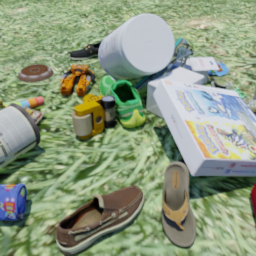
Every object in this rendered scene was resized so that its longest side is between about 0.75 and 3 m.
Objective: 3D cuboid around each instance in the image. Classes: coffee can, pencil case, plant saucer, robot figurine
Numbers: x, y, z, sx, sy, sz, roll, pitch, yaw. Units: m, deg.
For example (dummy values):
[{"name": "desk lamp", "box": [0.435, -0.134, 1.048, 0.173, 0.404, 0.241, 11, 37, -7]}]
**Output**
[{"name": "coffee can", "box": [-3.457, 0.364, 7.275, 1.358, 1.358, 1.855, 24, 43, 28]}, {"name": "pencil case", "box": [-3.146, 1.648, 6.054, 1.908, 0.828, 0.744, -2, 19, -2]}, {"name": "plant saucer", "box": [-3.934, -2.363, 11.867, 1.483, 0.238, 1.483, -1, 37, 1]}, {"name": "robot figurine", "box": [-1.969, -1.894, 10.871, 1.325, 0.532, 1.828, 5, 44, 0]}]

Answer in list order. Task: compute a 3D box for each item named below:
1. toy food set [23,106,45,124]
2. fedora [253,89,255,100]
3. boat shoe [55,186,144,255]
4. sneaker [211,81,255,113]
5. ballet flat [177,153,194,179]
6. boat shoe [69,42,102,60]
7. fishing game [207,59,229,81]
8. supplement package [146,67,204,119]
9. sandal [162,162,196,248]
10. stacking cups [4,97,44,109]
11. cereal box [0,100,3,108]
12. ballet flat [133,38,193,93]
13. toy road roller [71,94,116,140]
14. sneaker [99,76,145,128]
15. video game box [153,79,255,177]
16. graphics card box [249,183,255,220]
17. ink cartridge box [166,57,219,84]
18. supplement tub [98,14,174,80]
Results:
[{"name": "toy food set", "box": [-3.149, -0.442, 9.103, 0.760, 0.229, 0.545, 17, 49, 9]}, {"name": "fedora", "box": [5.322, -1.263, 8.667, 1.353, 2.996, 2.650, 26, 70, -5]}, {"name": "boat shoe", "box": [-0.500, 1.744, 5.864, 2.162, 0.800, 0.798, -29, 40, -34]}, {"name": "sneaker", "box": [3.485, -1.061, 9.342, 0.795, 0.916, 2.068, -36, 38, -26]}, {"name": "ballet flat", "box": [1.746, 0.640, 7.591, 0.627, 0.623, 1.834, 9, 36, 35]}, {"name": "boat shoe", "box": [-1.809, -3.698, 13.316, 2.062, 0.646, 0.755, -15, 40, -17]}, {"name": "fishing game", "box": [3.703, -2.625, 12.164, 1.361, 0.295, 1.900, 22, 44, 27]}, {"name": "supplement package", "box": [1.620, -1.185, 9.577, 1.075, 1.089, 1.796, 30, 46, 34]}, {"name": "sandal", "box": [1.009, 1.559, 5.823, 0.702, 0.472, 1.749, -5, 76, 16]}, {"name": "stacking cups", "box": [-3.551, -0.756, 9.661, 1.281, 0.388, 0.388, -20, 41, -30]}, {"name": "cereal box", "box": [-5.216, -0.868, 9.831, 1.355, 0.268, 0.975, 23, 42, 27]}, {"name": "ballet flat", "box": [1.394, -2.107, 10.483, 2.774, 1.030, 1.030, -46, 46, 3]}, {"name": "toy road roller", "box": [-1.172, -0.467, 8.729, 1.586, 0.975, 1.158, -26, 40, -34]}, {"name": "sneaker", "box": [-0.186, -1.174, 9.467, 1.060, 1.196, 2.862, -16, 39, -18]}, {"name": "video game box", "box": [2.371, -0.057, 7.445, 2.727, 0.701, 2.993, 3, 42, -21]}, {"name": "graphics card box", "box": [4.070, 1.981, 5.656, 2.705, 0.688, 1.697, 6, 41, 6]}, {"name": "ink cartridge box", "box": [2.552, -2.323, 11.370, 1.930, 0.655, 1.120, -2, 41, 1]}, {"name": "supplement tub", "box": [0.164, -2.767, 10.114, 1.919, 1.919, 2.909, -15, 11, -19]}]
